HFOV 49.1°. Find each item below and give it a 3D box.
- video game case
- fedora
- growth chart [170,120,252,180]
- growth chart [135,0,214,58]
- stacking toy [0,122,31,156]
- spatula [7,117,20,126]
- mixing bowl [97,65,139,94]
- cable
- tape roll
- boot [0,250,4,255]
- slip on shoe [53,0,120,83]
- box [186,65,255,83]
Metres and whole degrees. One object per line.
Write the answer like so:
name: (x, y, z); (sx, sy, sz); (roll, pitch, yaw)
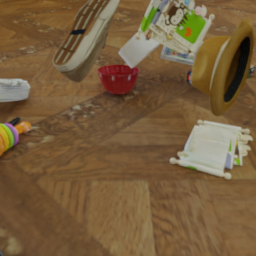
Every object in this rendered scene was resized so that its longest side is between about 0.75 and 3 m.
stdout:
video game case: (2.583, -3.026, 11.162); (2.343, 0.211, 1.678); (15, 48, 7)
fedora: (2.063, -1.379, 6.294); (0.910, 2.230, 2.230); (20, 40, 32)
growth chart: (2.687, 0.549, 8.616); (1.957, 0.240, 2.705); (18, 39, 23)
growth chart: (1.221, -2.602, 7.024); (1.925, 1.393, 0.171); (13, 15, -26)
stacking toy: (-3.813, 0.256, 8.506); (1.192, 1.127, 2.054); (24, 31, 22)
spatula: (-4.353, 0.150, 9.192); (0.572, 0.208, 2.025); (15, 36, 27)
mixing bowl: (-0.401, -1.931, 11.427); (1.708, 0.925, 1.708); (1, 25, 0)
cable: (-4.809, -1.450, 10.520); (2.137, 0.740, 2.138); (1, 11, 1)
tape roll: (0.687, -3.115, 10.081); (0.751, 2.147, 2.147); (48, 43, -7)
boot: (-2.702, 2.893, 5.157); (1.010, 0.402, 1.160); (-19, 42, -26)
slip on shoe: (-0.848, -2.209, 6.688); (0.942, 0.751, 2.478); (11, 67, 36)
box: (4.196, -2.442, 12.605); (2.890, 0.502, 1.590); (-25, 42, -31)
